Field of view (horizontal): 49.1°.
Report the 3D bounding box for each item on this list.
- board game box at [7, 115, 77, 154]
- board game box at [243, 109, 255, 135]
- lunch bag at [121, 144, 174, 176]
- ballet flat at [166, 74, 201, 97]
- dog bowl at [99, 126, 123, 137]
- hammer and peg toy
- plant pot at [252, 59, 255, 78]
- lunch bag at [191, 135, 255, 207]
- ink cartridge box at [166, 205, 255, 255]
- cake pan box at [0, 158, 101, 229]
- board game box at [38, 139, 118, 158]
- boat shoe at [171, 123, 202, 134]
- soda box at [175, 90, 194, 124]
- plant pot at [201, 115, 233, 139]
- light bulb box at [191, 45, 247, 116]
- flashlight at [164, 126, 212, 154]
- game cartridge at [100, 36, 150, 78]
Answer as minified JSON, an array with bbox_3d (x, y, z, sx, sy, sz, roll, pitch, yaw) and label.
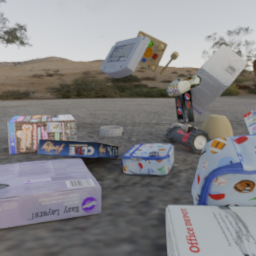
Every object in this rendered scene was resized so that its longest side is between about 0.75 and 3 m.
[{"bbox_3d":[-3.620,0.198,12.047,2.630,1.274,2.097,-2,10,-15],"label":"board game box"},{"bbox_3d":[3.869,-0.349,6.913,1.786,0.510,1.824,-35,5,23],"label":"board game box"},{"bbox_3d":[0.639,0.975,9.086,1.572,0.741,1.962,1,8,17],"label":"lunch bag"},{"bbox_3d":[2.018,-1.522,9.756,1.599,0.575,0.575,-27,24,-35],"label":"ballet flat"},{"bbox_3d":[-0.892,0.164,15.101,1.329,0.390,1.329,1,9,0],"label":"dog bowl"},{"bbox_3d":[1.012,-2.927,11.360,1.846,1.357,0.651,29,35,6],"label":"hammer and peg toy"},{"bbox_3d":[5.251,-1.778,7.966,2.290,2.290,2.267,-8,-24,-40],"label":"plant pot"},{"bbox_3d":[2.452,1.097,4.883,2.544,2.038,0.961,2,39,2],"label":"lunch bag"},{"bbox_3d":[1.586,1.748,3.791,2.073,0.861,1.520,1,9,4],"label":"ink cartridge box"},{"bbox_3d":[-2.119,1.384,6.600,2.722,0.712,2.507,-4,11,-21],"label":"cake pan box"},{"bbox_3d":[-1.483,0.726,9.210,1.814,0.463,2.677,2,-6,11],"label":"board game box"},{"bbox_3d":[2.920,0.243,14.063,0.970,0.781,2.093,19,0,-16],"label":"boat shoe"},{"bbox_3d":[2.281,-0.961,11.445,0.544,1.538,0.487,-5,-1,-30],"label":"soda box"},{"bbox_3d":[4.544,-0.089,14.420,1.648,1.107,1.648,0,10,0],"label":"plant pot"},{"bbox_3d":[3.577,-2.012,12.020,1.343,2.152,2.133,41,57,8],"label":"light bulb box"},{"bbox_3d":[2.538,0.393,12.089,0.950,0.954,2.806,23,3,-13],"label":"flashlight"},{"bbox_3d":[-0.205,-2.458,9.895,0.450,1.444,2.169,27,-5,-31],"label":"game cartridge"}]
